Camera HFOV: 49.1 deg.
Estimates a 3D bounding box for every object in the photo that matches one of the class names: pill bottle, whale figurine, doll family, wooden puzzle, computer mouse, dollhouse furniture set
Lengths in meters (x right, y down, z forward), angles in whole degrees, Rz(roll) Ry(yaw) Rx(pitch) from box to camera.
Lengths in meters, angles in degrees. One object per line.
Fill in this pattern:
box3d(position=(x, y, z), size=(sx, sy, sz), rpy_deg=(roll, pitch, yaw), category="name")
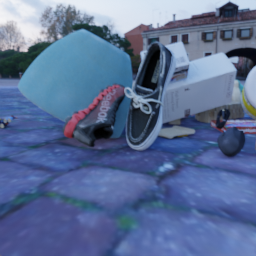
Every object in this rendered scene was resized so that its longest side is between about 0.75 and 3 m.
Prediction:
box3d(position=(4.595, -1.070, 9.153), size=(1.628, 1.628, 2.896), rpy_deg=(4, -3, 19), category="pill bottle")
box3d(position=(4.927, -1.879, 13.177), size=(0.979, 1.887, 1.502), rpy_deg=(-13, -16, -11), category="whale figurine")
box3d(position=(-4.056, -0.202, 8.833), size=(1.074, 0.421, 0.621), rpy_deg=(4, 6, -9), category="doll family")
box3d(position=(1.214, 0.135, 7.600), size=(0.900, 0.168, 0.832), rpy_deg=(-11, 15, -35), category="wooden puzzle")
box3d(position=(2.120, -0.002, 6.111), size=(0.319, 0.550, 1.875), rpy_deg=(39, 26, -12), category="computer mouse")
box3d(position=(1.736, -0.469, 9.969), size=(1.418, 0.730, 1.403), rpy_deg=(3, 0, 17), category="dollhouse furniture set")

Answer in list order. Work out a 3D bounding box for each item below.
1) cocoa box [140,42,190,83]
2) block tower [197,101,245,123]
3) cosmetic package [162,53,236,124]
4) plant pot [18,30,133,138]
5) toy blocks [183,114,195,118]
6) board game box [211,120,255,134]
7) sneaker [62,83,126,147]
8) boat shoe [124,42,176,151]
box3d(position=(1.003, -1.711, 7.714), size=(1.162, 0.775, 0.762), rpy_deg=(-14, -23, 0), category="cocoa box")
box3d(position=(3.458, -0.615, 10.389), size=(2.194, 0.634, 0.593), rpy_deg=(-6, 12, -36), category="block tower")
box3d(position=(1.768, -1.147, 8.611), size=(2.775, 1.411, 1.027), rpy_deg=(-16, 49, -1), category="cosmetic package")
box3d(position=(-1.012, -1.309, 7.241), size=(2.907, 1.958, 2.907), rpy_deg=(29, 10, -6), category="plant pot")
box3d(position=(1.881, -1.483, 11.003), size=(1.659, 1.842, 1.971), rpy_deg=(-25, 32, 3), category="toy blocks")
box3d(position=(3.853, -0.044, 8.350), size=(2.411, 0.234, 1.241), rpy_deg=(0, 9, -2), category="board game box")
box3d(position=(-0.484, -0.243, 5.656), size=(0.828, 0.599, 1.694), rpy_deg=(36, 57, 13), category="sneaker")
box3d(position=(0.382, -0.627, 5.791), size=(0.830, 2.248, 0.768), rpy_deg=(25, 7, 28), category="boat shoe")
